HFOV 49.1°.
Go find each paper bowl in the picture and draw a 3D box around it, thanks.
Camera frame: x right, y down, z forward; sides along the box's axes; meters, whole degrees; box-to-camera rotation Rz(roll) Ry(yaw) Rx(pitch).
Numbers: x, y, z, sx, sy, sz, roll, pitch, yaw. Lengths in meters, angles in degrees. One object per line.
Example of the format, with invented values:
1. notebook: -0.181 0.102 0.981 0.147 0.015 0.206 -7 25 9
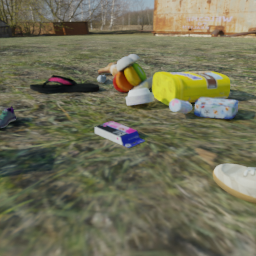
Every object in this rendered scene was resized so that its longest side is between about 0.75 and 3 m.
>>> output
1. paper bowl: 0.401 -1.115 9.894 0.977 0.508 0.977 -9 6 1

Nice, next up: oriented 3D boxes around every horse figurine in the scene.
1. horse figurine: -0.428 -3.067 14.796 1.672 0.630 2.523 -23 35 -21

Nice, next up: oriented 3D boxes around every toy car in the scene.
1. toy car: 0.077 -2.082 11.736 1.376 1.606 1.836 -31 8 28

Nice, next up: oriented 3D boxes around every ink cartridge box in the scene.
1. ink cartridge box: -0.237 0.155 7.453 0.629 0.246 1.328 -20 32 -41

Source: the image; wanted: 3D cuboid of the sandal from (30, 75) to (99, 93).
1. sandal: -2.699 -1.923 12.014 2.884 0.650 1.083 -2 22 -5

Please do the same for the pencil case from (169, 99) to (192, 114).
1. pencil case: 1.690 -0.674 8.925 0.432 0.396 0.952 22 11 34

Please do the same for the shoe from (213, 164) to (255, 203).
1. shoe: 2.614 0.988 4.826 2.303 0.615 0.805 17 27 36

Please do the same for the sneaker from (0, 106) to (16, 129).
1. sneaker: -3.712 -0.315 8.296 0.381 0.448 1.023 2 22 6

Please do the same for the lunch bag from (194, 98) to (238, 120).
1. lunch bag: 2.892 -0.659 9.106 1.337 0.505 1.071 10 22 25

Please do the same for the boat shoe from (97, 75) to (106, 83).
1. boat shoe: -1.325 -2.339 13.557 0.345 0.380 1.033 -12 11 13

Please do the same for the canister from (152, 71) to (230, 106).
1. canister: 2.386 -1.580 10.693 2.415 1.045 1.794 -7 23 -20
